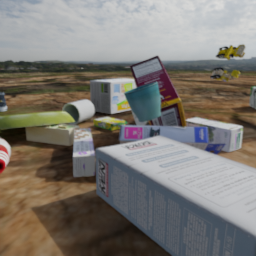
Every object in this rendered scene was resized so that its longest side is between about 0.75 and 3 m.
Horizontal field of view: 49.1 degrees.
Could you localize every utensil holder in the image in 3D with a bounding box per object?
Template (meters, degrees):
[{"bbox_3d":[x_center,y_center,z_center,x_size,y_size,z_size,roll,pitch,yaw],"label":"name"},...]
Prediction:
[{"bbox_3d":[-1.805,-0.593,10.292,0.797,0.797,0.938,7,17,27],"label":"utensil holder"}]

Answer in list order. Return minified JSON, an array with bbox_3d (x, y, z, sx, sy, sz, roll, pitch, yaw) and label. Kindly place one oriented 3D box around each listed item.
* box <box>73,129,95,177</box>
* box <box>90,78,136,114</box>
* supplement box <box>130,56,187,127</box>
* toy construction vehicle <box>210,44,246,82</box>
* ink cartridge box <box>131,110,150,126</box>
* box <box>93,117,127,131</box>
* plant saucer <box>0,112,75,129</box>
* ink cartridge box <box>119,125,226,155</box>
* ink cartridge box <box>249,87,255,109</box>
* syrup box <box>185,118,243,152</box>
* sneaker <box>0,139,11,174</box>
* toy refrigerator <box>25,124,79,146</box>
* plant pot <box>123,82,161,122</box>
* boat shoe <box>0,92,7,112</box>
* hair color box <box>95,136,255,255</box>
[{"bbox_3d":[-1.074,0.500,6.693,0.449,0.480,2.319,-2,13,-9],"label":"box"},{"bbox_3d":[-0.416,-1.520,12.837,1.254,1.392,2.475,11,18,38],"label":"box"},{"bbox_3d":[0.826,-0.892,8.021,0.941,1.212,2.197,-19,46,4],"label":"supplement box"},{"bbox_3d":[2.695,-1.718,7.464,0.403,0.995,1.143,26,-3,-16],"label":"toy construction vehicle"},{"bbox_3d":[0.469,-0.414,8.952,0.276,0.597,1.096,17,36,-31],"label":"ink cartridge box"},{"bbox_3d":[-0.600,-0.142,9.669,0.667,0.275,1.137,-12,15,-40],"label":"box"},{"bbox_3d":[-2.982,-0.253,8.819,2.545,0.395,2.545,-5,2,0],"label":"plant saucer"},{"bbox_3d":[0.906,0.358,6.120,2.096,0.440,1.251,3,-22,5],"label":"ink cartridge box"},{"bbox_3d":[6.224,-1.395,13.199,0.561,0.990,1.351,1,13,6],"label":"ink cartridge box"},{"bbox_3d":[2.314,0.156,7.763,0.622,0.602,1.528,-12,18,-39],"label":"syrup box"},{"bbox_3d":[-3.505,0.632,5.335,2.308,0.904,1.333,-7,14,-20],"label":"sneaker"},{"bbox_3d":[-2.172,0.132,8.057,1.465,0.512,0.556,6,15,21],"label":"toy refrigerator"},{"bbox_3d":[0.399,-0.569,6.439,0.813,0.764,0.813,-19,10,4],"label":"plant pot"},{"bbox_3d":[-6.459,-1.152,12.444,1.927,0.875,0.682,-5,15,-20],"label":"boat shoe"},{"bbox_3d":[0.851,0.946,4.019,1.448,0.887,2.925,-9,18,-33],"label":"hair color box"}]
